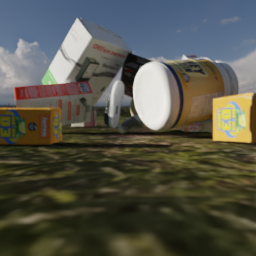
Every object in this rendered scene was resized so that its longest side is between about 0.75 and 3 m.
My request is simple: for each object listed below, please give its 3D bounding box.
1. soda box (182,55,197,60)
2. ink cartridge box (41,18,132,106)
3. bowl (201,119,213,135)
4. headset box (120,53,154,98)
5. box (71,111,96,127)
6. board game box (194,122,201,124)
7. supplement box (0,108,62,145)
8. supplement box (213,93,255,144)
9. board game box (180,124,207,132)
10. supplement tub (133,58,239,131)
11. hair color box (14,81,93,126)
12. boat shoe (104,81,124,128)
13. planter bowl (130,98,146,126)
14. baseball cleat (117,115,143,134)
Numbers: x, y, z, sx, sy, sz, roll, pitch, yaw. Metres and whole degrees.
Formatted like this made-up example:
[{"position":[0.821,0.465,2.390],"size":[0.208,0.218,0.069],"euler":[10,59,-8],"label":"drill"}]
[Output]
[{"position":[2.544,-2.104,10.277],"size":[0.549,0.510,1.604],"euler":[-6,41,-21],"label":"soda box"},{"position":[-1.509,-2.245,10.228],"size":[2.050,1.181,2.809],"euler":[2,-44,-49],"label":"ink cartridge box"},{"position":[2.595,-0.058,8.069],"size":[0.927,0.417,0.927],"euler":[-14,4,1],"label":"bowl"},{"position":[0.407,-1.668,10.013],"size":[1.319,0.665,1.774],"euler":[20,-28,3],"label":"headset box"},{"position":[-2.371,-0.501,15.152],"size":[0.773,0.907,1.419],"euler":[1,2,21],"label":"box"},{"position":[3.161,-0.357,11.467],"size":[1.182,0.899,0.266],"euler":[0,2,9],"label":"board game box"},{"position":[-2.460,-0.049,5.542],"size":[2.176,0.724,0.748],"euler":[-1,2,2],"label":"supplement box"},{"position":[3.185,-0.208,6.392],"size":[2.944,0.979,1.013],"euler":[-1,2,-39],"label":"supplement box"},{"position":[2.596,-0.009,10.261],"size":[1.211,0.281,0.918],"euler":[0,2,-1],"label":"board game box"},{"position":[1.620,-0.996,7.826],"size":[2.524,1.822,1.822],"euler":[-12,8,-28],"label":"supplement tub"},{"position":[-2.482,-0.757,9.480],"size":[2.423,1.344,0.775],"euler":[-7,47,-20],"label":"hair color box"},{"position":[-0.471,-0.722,8.443],"size":[0.406,1.436,0.493],"euler":[17,13,33],"label":"boat shoe"},{"position":[0.723,-0.920,11.198],"size":[1.497,1.497,1.008],"euler":[1,-18,16],"label":"planter bowl"},{"position":[0.053,-0.065,8.750],"size":[0.671,0.439,1.260],"euler":[-40,5,-16],"label":"baseball cleat"}]
